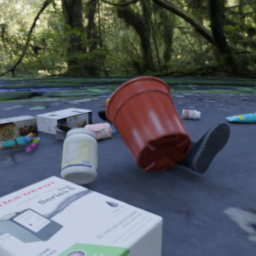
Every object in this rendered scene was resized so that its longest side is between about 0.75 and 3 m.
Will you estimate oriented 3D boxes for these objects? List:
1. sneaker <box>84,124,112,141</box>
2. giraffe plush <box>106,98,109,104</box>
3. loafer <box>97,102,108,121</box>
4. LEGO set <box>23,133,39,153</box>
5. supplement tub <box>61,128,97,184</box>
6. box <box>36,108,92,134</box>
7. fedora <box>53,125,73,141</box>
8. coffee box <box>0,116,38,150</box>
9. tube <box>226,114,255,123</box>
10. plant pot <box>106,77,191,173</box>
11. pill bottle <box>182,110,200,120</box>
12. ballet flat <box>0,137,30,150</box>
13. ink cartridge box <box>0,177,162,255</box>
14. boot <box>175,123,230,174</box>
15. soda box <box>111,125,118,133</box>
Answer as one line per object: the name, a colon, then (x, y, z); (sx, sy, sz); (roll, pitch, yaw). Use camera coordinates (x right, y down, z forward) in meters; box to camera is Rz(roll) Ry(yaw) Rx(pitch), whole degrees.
sneaker: (-1.087, 0.157, 10.530); (0.857, 0.617, 1.640); (-3, 9, 10)
giraffe plush: (-0.080, -1.210, 11.884); (1.333, 1.545, 1.253); (33, 64, 24)
loafer: (0.017, -0.933, 13.263); (2.890, 1.055, 1.026); (4, 55, 6)
LEGO set: (-3.384, 0.489, 9.472); (0.472, 0.438, 1.149); (-40, 13, -2)
supplement tub: (-1.153, 0.679, 6.729); (0.838, 0.838, 1.156); (-1, 57, -4)
box: (-2.784, -0.337, 12.456); (1.307, 0.674, 2.241); (9, 16, 32)
fedora: (-2.404, 0.218, 10.552); (0.966, 0.436, 0.855); (25, 16, 36)
coffee box: (-4.114, 0.135, 10.022); (0.648, 0.918, 1.624); (12, 17, 39)
tube: (5.851, -0.439, 13.431); (2.117, 0.534, 0.820); (-2, 4, 8)
plant pot: (0.597, 0.003, 7.365); (1.953, 1.953, 1.899); (-5, 45, -21)
pill bottle: (3.205, -0.656, 14.204); (0.848, 0.475, 0.475); (6, 15, 19)
ballet flat: (-3.720, 0.523, 9.196); (0.977, 0.333, 0.329); (-9, -26, -46)
ink cartridge box: (-0.932, 1.612, 3.833); (2.291, 0.962, 1.666); (10, 17, 36)
boot: (1.712, 0.409, 7.789); (1.527, 0.608, 1.852); (-49, 21, -12)
soda box: (-0.234, -0.036, 11.929); (1.003, 0.340, 0.322); (-9, 16, -32)
